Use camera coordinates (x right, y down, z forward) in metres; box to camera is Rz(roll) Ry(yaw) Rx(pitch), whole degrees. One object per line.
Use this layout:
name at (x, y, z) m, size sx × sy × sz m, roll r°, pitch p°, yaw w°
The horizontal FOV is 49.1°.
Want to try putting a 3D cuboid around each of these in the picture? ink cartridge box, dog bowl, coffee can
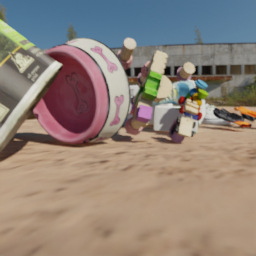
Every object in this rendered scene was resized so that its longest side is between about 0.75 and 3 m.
ink cartridge box at (1.599, -0.345, 9.713) m, size 1.399 × 0.807 × 1.915 m, roll 4°, pitch 6°, yaw 6°
dog bowl at (-1.217, -0.744, 6.320) m, size 2.471 × 2.471 × 0.911 m, roll 4°, pitch 16°, yaw 32°
ink cartridge box at (0.719, -1.005, 11.855) m, size 2.187 × 1.604 × 1.597 m, roll 0°, pitch 7°, yaw 14°
coffee can at (-2.873, -1.095, 4.659) m, size 2.840 × 2.078 × 2.078 m, roll 36°, pitch -4°, yaw -15°

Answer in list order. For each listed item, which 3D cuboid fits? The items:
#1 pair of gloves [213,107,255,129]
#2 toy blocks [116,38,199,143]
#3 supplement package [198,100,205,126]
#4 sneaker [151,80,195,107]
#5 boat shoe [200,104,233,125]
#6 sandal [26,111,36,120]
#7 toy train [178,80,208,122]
pair of gloves at (4.124, -0.376, 10.122) m, size 1.907 × 0.236 × 1.699 m, roll -4°, pitch 25°, yaw -25°
toy blocks at (0.476, -0.745, 7.478) m, size 2.273 × 2.124 × 1.914 m, roll 18°, pitch -20°, yaw -8°
supplement package at (2.723, -0.634, 11.636) m, size 0.706 × 0.704 × 1.204 m, roll 3°, pitch 26°, yaw 29°
sneaker at (1.210, -1.107, 9.547) m, size 1.450 × 0.884 × 2.222 m, roll -8°, pitch 2°, yaw -29°
boat shoe at (3.514, -0.623, 12.438) m, size 0.959 × 0.871 × 2.608 m, roll -6°, pitch 8°, yaw -44°
sandal at (-3.186, -0.069, 7.280) m, size 1.051 × 0.706 × 2.616 m, roll -12°, pitch 3°, yaw 33°
toy train at (1.864, -0.639, 7.612) m, size 0.652 × 0.891 × 1.540 m, roll 22°, pitch 32°, yaw -8°
